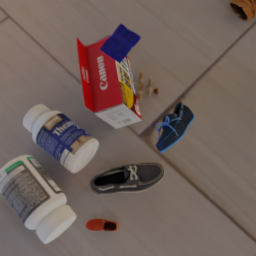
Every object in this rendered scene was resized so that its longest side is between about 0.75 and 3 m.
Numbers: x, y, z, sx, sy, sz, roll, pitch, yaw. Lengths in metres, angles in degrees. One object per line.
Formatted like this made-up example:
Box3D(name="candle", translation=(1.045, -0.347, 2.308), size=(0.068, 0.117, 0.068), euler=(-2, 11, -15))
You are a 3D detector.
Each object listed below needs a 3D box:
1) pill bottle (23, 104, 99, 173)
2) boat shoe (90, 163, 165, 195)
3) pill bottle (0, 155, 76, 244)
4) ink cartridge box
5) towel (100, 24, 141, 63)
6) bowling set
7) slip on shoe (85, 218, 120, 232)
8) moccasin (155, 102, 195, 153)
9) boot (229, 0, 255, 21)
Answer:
Box3D(name="pill bottle", translation=(-2.192, 0.267, 8.964), size=(2.313, 1.284, 1.284), euler=(36, 73, 13))
Box3D(name="boat shoe", translation=(0.008, 1.568, 8.744), size=(2.434, 0.763, 0.884), euler=(-11, 69, -4))
Box3D(name="pill bottle", translation=(-2.702, 2.069, 8.236), size=(1.348, 1.348, 2.383), euler=(-40, 73, -14))
Box3D(name="ink cartridge box", translation=(-0.594, -1.538, 9.075), size=(1.060, 2.220, 2.529), euler=(-18, 69, 17))
Box3D(name="towel", translation=(-0.196, -2.160, 7.215), size=(0.675, 0.226, 0.914), euler=(36, 79, 8))
Box3D(name="bowling set", translation=(0.733, -1.498, 10.018), size=(0.817, 0.630, 1.174), euler=(1, 69, 1))
Box3D(name="slip on shoe", translation=(-0.788, 2.943, 8.449), size=(1.063, 0.325, 0.394), euler=(4, 70, 3))
Box3D(name="moccasin", translation=(1.112, -0.051, 7.345), size=(0.663, 0.783, 1.945), euler=(52, 37, -7))
Box3D(name="boot", translation=(4.760, -5.504, 11.577), size=(1.748, 0.863, 2.251), euler=(-37, 80, -9))
